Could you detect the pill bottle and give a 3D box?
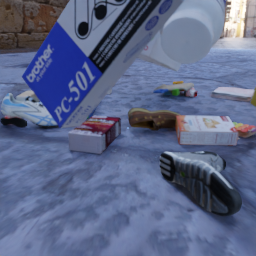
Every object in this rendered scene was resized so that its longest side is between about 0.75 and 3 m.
[{"bbox_3d":[1.389,-2.413,6.020,1.301,1.301,2.345,6,46,16],"label":"pill bottle"}]

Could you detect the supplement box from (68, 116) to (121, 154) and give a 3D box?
[{"bbox_3d":[-0.855,0.129,7.699,0.897,0.502,1.649,5,19,15],"label":"supplement box"}]

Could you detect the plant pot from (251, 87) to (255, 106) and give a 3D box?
[{"bbox_3d":[5.646,-1.383,10.974,1.123,1.157,1.131,0,19,1],"label":"plant pot"}]

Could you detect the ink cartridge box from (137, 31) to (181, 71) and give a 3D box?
[{"bbox_3d":[1.241,-4.105,11.225,2.108,2.873,2.098,30,13,39],"label":"ink cartridge box"}]

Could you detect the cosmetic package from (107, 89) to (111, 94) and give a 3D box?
[{"bbox_3d":[-1.405,-1.841,13.541,1.160,0.294,0.479,1,21,3],"label":"cosmetic package"}]

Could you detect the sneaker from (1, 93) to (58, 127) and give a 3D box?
[{"bbox_3d":[-2.896,-0.539,8.843,2.115,0.766,0.760,15,13,-9],"label":"sneaker"}]

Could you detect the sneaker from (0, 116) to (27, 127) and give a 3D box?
[{"bbox_3d":[-3.572,-0.277,9.089,0.989,0.330,0.530,4,22,19],"label":"sneaker"}]

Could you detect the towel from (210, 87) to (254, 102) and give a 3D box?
[{"bbox_3d":[4.840,-1.596,12.893,1.703,0.274,1.626,13,23,30],"label":"towel"}]

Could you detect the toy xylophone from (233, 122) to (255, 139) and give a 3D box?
[{"bbox_3d":[3.196,0.044,8.276,1.091,0.274,0.799,17,26,40],"label":"toy xylophone"}]

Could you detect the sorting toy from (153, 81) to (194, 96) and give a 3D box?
[{"bbox_3d":[2.195,-1.814,13.192,1.542,0.373,2.738,2,19,29],"label":"sorting toy"}]

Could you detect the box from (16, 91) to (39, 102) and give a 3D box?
[{"bbox_3d":[-4.081,-1.181,11.449,0.544,0.445,1.145,0,19,1],"label":"box"}]

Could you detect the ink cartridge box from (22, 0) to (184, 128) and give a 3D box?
[{"bbox_3d":[-0.485,-1.212,4.006,1.136,2.416,0.534,50,25,15],"label":"ink cartridge box"}]

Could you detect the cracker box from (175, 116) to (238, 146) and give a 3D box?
[{"bbox_3d":[2.154,0.050,7.865,1.538,0.444,1.030,1,26,3],"label":"cracker box"}]

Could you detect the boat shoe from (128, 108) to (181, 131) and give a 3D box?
[{"bbox_3d":[0.850,-0.180,8.608,1.736,0.625,0.586,6,52,-7],"label":"boat shoe"}]

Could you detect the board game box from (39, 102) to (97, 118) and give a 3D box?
[{"bbox_3d":[-2.175,-1.005,10.902,1.875,0.477,2.770,1,20,2],"label":"board game box"}]

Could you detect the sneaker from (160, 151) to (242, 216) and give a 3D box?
[{"bbox_3d":[1.597,0.849,5.344,1.182,0.768,2.047,-8,20,-26],"label":"sneaker"}]

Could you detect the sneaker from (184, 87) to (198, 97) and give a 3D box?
[{"bbox_3d":[3.012,-1.659,12.999,0.522,0.325,0.973,13,27,31],"label":"sneaker"}]
